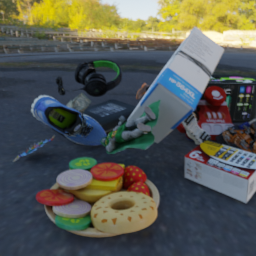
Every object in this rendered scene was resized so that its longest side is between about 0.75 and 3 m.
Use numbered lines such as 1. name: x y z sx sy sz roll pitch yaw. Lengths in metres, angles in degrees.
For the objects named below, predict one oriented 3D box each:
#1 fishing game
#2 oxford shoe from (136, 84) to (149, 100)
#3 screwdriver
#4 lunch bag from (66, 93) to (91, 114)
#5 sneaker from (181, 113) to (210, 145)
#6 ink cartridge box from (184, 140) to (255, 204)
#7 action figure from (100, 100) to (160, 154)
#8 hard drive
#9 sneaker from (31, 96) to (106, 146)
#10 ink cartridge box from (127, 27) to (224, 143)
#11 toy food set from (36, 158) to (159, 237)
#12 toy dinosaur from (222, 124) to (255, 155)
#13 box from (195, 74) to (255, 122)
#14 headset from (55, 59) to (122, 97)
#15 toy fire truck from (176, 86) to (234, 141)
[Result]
1. fishing game: -2.707 0.546 8.070 1.247 0.194 0.893 -30 11 -3
2. oxford shoe: 0.760 -1.873 14.635 0.348 0.953 0.340 30 -4 30
3. screwdriver: 3.924 -0.235 8.600 2.736 0.382 0.398 -34 9 28
4. lunch bag: -1.856 -0.637 9.655 0.567 0.791 0.964 43 42 -6
5. sneaker: 2.001 0.004 8.963 0.525 1.398 0.567 -39 4 -22
6. ink cartridge box: 2.390 0.889 6.762 1.581 0.663 1.388 18 35 40
7. action figure: -0.110 0.159 7.199 2.308 0.631 1.363 -30 31 55
8. hard drive: -1.208 -0.343 10.549 2.873 0.472 2.005 -22 28 -32
9. sneaker: -1.569 -0.023 8.110 2.463 0.968 1.098 29 1 -38
10. ink cartridge box: 1.393 -1.234 8.103 1.182 2.046 2.803 36 56 -1
11. toy food set: -0.578 1.379 5.911 2.460 0.605 2.486 3 20 9
12. toy dinosaur: 3.908 0.441 8.237 2.093 1.069 1.421 37 70 16
13. box: 3.788 -1.302 11.835 2.697 1.676 2.003 -1 21 -5
14. headset: -1.617 -2.148 11.676 2.872 1.349 1.774 -30 56 -20
15. toy fire truck: 2.546 -0.400 9.830 2.206 1.237 1.852 1 55 -4
